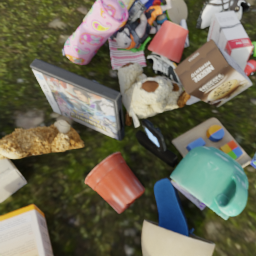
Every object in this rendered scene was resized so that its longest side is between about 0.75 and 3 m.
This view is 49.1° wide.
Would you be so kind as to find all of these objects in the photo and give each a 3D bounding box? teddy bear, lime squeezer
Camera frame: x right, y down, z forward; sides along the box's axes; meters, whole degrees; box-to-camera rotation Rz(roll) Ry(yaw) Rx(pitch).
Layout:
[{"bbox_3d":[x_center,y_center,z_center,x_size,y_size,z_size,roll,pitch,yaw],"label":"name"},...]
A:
[{"bbox_3d":[-2.455,0.291,7.629,2.667,1.934,0.890,-8,92,-32],"label":"teddy bear"},{"bbox_3d":[0.292,-3.015,10.541,1.415,0.500,0.267,-10,82,29],"label":"lime squeezer"}]

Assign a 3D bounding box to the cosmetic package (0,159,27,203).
[{"bbox_3d":[-4.462,0.836,7.982,1.536,1.084,2.967,-39,66,-23],"label":"cosmetic package"}]

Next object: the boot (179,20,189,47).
[{"bbox_3d":[1.960,-3.699,11.056,0.722,0.581,1.598,-10,45,19],"label":"boot"}]

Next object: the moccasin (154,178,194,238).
[{"bbox_3d":[1.225,2.363,7.088,0.894,0.758,2.223,-18,50,22],"label":"moccasin"}]

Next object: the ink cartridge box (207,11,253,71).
[{"bbox_3d":[3.604,-3.019,10.099,0.792,1.402,1.910,-9,59,-1],"label":"ink cartridge box"}]

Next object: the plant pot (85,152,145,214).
[{"bbox_3d":[-0.289,1.532,7.559,1.272,1.272,1.237,-37,74,-20],"label":"plant pot"}]

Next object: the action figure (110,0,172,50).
[{"bbox_3d":[0.612,-3.734,10.075,2.622,2.710,1.418,-40,97,-23],"label":"action figure"}]

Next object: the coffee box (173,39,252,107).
[{"bbox_3d":[2.613,-1.520,8.452,1.350,2.388,0.953,-37,64,29],"label":"coffee box"}]

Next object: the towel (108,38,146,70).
[{"bbox_3d":[-0.064,-2.952,10.761,1.284,0.263,1.755,-6,59,-5],"label":"towel"}]

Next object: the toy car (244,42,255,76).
[{"bbox_3d":[4.978,-2.705,10.534,1.728,0.385,1.626,-3,59,-2],"label":"toy car"}]

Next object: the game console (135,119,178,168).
[{"bbox_3d":[0.675,0.357,7.433,1.328,2.252,0.271,35,78,24],"label":"game console"}]

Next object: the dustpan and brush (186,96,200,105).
[{"bbox_3d":[2.046,-1.126,9.710,0.567,0.232,0.812,-23,68,-23],"label":"dustpan and brush"}]

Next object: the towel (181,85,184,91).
[{"bbox_3d":[2.018,-1.487,9.902,0.840,0.096,0.603,-4,46,-3],"label":"towel"}]

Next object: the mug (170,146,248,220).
[{"bbox_3d":[2.220,1.332,6.971,1.272,1.690,2.057,-53,47,-3],"label":"mug"}]

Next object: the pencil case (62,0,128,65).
[{"bbox_3d":[-1.186,-3.249,9.500,1.199,2.743,1.199,16,61,-32],"label":"pencil case"}]

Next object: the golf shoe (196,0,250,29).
[{"bbox_3d":[3.902,-4.719,11.385,2.696,1.048,1.274,-40,66,-20],"label":"golf shoe"}]

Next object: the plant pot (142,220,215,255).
[{"bbox_3d":[1.016,2.968,6.488,1.694,1.694,1.137,16,77,10],"label":"plant pot"}]

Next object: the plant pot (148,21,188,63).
[{"bbox_3d":[1.488,-3.104,10.020,1.280,1.132,1.280,22,18,-7],"label":"plant pot"}]

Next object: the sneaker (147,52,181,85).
[{"bbox_3d":[1.321,-2.078,10.085,0.798,0.689,1.821,-32,59,7],"label":"sneaker"}]

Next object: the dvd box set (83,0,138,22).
[{"bbox_3d":[-0.600,-4.849,11.336,2.198,0.323,1.608,4,55,33],"label":"dvd box set"}]

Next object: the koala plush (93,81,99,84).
[{"bbox_3d":[-1.509,-1.068,9.254,1.146,1.016,1.053,-2,50,2],"label":"koala plush"}]

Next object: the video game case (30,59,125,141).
[{"bbox_3d":[-1.353,-0.712,8.165,2.609,2.357,0.333,24,65,14],"label":"video game case"}]

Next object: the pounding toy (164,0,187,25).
[{"bbox_3d":[1.861,-4.960,11.699,1.100,0.661,1.425,1,93,-34],"label":"pounding toy"}]

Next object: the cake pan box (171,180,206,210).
[{"bbox_3d":[1.907,1.412,7.361,1.115,0.317,1.211,-45,107,4],"label":"cake pan box"}]

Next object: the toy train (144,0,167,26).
[{"bbox_3d":[0.612,-4.431,11.264,1.844,1.067,0.781,-25,43,12],"label":"toy train"}]

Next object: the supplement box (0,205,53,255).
[{"bbox_3d":[-2.595,3.374,6.514,1.643,0.959,2.607,-18,60,-10],"label":"supplement box"}]

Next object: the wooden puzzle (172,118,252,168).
[{"bbox_3d":[2.541,0.645,8.481,1.733,0.433,1.871,-28,63,-15],"label":"wooden puzzle"}]

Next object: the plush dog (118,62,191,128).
[{"bbox_3d":[0.877,-0.992,8.899,1.997,1.866,2.325,-10,33,-21],"label":"plush dog"}]

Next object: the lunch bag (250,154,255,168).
[{"bbox_3d":[4.781,0.912,7.959,1.858,1.184,1.580,41,65,9],"label":"lunch bag"}]
